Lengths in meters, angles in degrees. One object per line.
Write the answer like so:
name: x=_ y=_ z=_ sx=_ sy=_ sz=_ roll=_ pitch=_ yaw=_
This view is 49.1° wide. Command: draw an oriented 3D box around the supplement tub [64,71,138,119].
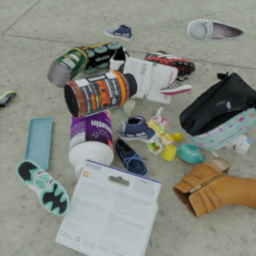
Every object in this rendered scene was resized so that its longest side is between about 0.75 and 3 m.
supplement tub: x=-0.813 y=-1.138 z=8.897 sx=2.230 sy=1.193 sz=1.193 roll=-21 pitch=51 yaw=-28

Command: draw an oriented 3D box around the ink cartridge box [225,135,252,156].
ink cartridge box: x=3.871 y=0.489 z=10.164 sx=1.019 sy=0.346 sz=0.587 roll=29 pitch=54 yaw=23

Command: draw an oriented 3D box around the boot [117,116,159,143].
boot: x=0.120 y=-0.063 z=9.349 sx=2.013 sy=0.909 sz=0.732 roll=4 pitch=56 yaw=52

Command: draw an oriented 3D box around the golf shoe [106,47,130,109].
golf shoe: x=-0.630 y=-2.129 z=11.614 sx=1.064 sy=1.293 sz=2.737 roll=10 pitch=67 yaw=15

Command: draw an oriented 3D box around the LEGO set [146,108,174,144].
LEGO set: x=0.978 y=-0.153 z=8.029 sx=0.706 sy=0.571 sz=1.535 roll=31 pitch=15 yaw=-13

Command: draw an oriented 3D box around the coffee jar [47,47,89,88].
coffee jar: x=-2.310 y=-2.460 z=11.071 sx=0.888 sy=1.086 sz=2.082 roll=33 pitch=33 yaw=-6

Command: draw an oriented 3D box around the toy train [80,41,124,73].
toy train: x=-1.448 y=-3.504 z=13.326 sx=2.550 sy=1.087 sz=1.453 roll=-24 pitch=43 yaw=-20

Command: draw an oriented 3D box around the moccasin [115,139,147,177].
moccasin: x=0.006 y=1.005 z=9.497 sx=0.661 sy=0.561 sz=1.644 roll=-33 pitch=52 yaw=-22

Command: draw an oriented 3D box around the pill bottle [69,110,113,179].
pill bottle: x=-1.240 y=0.453 z=9.434 sx=1.438 sy=1.438 sz=2.557 roll=-4 pitch=50 yaw=-4

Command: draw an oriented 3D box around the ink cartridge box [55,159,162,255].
ink cartridge box: x=-0.486 y=2.347 z=7.735 sx=2.424 sy=0.493 sz=2.429 roll=15 pitch=76 yaw=18

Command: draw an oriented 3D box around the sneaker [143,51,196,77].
sneaker: x=1.842 y=-3.018 z=12.927 sx=2.493 sy=0.881 sz=1.218 roll=5 pitch=44 yaw=0

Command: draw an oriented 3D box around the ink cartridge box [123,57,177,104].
ink cartridge box: x=0.756 y=-1.795 z=10.834 sx=1.922 sy=1.407 sz=0.825 roll=11 pitch=5 yaw=-12

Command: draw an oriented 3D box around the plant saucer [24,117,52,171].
plant saucer: x=-3.247 y=0.572 z=10.184 sx=0.856 sy=0.232 sz=2.448 roll=-5 pitch=49 yaw=-5

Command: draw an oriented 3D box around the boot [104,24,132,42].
boot: x=-0.524 y=-5.238 z=15.006 sx=1.656 sy=0.748 sz=0.602 roll=20 pitch=51 yaw=17

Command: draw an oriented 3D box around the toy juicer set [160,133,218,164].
toy juicer set: x=2.064 y=0.763 z=9.856 sx=2.175 sy=0.592 sz=1.383 roll=10 pitch=31 yaw=-16

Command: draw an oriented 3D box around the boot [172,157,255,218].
boot: x=2.812 y=2.043 z=8.274 sx=2.048 sy=1.012 sz=2.638 roll=-26 pitch=50 yaw=-25

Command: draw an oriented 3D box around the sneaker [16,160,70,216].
sneaker: x=-2.362 y=1.722 z=8.189 sx=0.731 sy=1.315 sz=1.881 roll=-40 pitch=85 yaw=-14

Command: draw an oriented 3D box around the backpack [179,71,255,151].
backpack: x=3.031 y=-0.403 z=9.294 sx=2.520 sy=1.595 sz=2.103 roll=-38 pitch=34 yaw=14

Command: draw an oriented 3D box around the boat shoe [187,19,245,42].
boat shoe: x=3.348 y=-3.708 z=10.748 sx=2.302 sy=0.848 sz=0.738 roll=1 pitch=11 yaw=-21

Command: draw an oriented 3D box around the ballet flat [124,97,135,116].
ballet flat: x=0.118 y=-1.130 z=11.324 sx=0.422 sy=0.457 sz=1.355 roll=-22 pitch=50 yaw=40

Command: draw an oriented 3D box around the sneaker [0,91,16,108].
sneaker: x=-5.093 y=-1.091 z=11.593 sx=1.125 sy=0.416 sz=0.455 roll=-39 pitch=65 yaw=-21

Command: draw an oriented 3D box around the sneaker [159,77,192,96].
sneaker: x=1.708 y=-1.518 z=10.119 sx=1.239 sy=0.457 sz=0.542 roll=-8 pitch=76 yaw=37

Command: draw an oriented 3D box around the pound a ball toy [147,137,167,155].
pound a ball toy: x=0.942 y=0.456 z=9.053 sx=0.589 sy=0.384 sz=0.903 roll=-44 pitch=33 yaw=16
